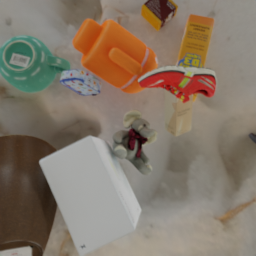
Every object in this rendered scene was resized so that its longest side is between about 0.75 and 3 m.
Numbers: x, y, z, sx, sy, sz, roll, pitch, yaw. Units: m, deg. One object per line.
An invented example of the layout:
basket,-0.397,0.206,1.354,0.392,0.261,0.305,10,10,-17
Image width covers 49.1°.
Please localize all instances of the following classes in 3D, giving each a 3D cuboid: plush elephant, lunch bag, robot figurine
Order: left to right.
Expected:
lunch bag,-1.401,-1.309,8.342,0.938,1.171,0.442,-2,71,30
robot figurine,-0.295,-2.224,8.925,2.936,2.112,1.712,30,63,-22
plush elephant,0.287,0.342,9.075,1.566,1.901,1.472,38,94,-26

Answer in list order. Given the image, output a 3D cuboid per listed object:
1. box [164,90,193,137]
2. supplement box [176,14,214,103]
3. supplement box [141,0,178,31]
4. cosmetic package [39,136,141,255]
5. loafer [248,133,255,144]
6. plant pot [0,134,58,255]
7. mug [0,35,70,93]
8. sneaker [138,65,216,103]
box,1.638,-0.592,9.151,0.739,0.605,1.556,-22,126,-23
supplement box,2.247,-2.431,9.925,0.958,0.990,2.879,13,85,4
supplement box,1.143,-4.322,10.339,0.952,0.632,0.939,-43,84,-5
cosmetic package,-0.909,1.774,8.124,1.603,2.608,2.600,-27,82,4
loafer,4.628,0.459,9.867,0.887,0.319,0.279,43,81,-3
plant pot,-3.096,2.181,7.748,2.777,2.777,2.972,-21,42,-3
mug,-3.364,-2.337,9.698,2.198,1.359,1.806,-31,83,-4
sneaker,1.457,-1.199,7.994,2.338,0.900,0.993,-2,84,-9
